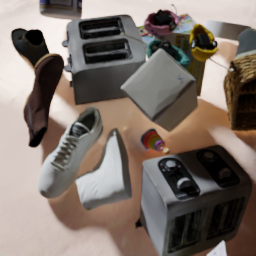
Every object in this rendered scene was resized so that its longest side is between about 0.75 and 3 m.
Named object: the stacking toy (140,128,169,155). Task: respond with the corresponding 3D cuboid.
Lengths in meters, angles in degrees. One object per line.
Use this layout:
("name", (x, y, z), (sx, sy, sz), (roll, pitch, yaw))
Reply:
("stacking toy", (0.781, 0.449, 7.406), (0.543, 0.514, 0.936), (-39, 37, -8))

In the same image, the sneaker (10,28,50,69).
("sneaker", (-3.310, -3.007, 9.477), (0.959, 1.361, 2.563), (-34, 63, -22))

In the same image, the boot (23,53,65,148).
("boot", (-2.226, -0.719, 7.600), (0.793, 2.192, 1.823), (12, 44, -36))

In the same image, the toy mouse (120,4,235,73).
("toy mouse", (1.046, -2.356, 7.666), (2.648, 0.577, 2.980), (-7, 60, -15))

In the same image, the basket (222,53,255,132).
("basket", (3.985, -1.004, 7.735), (2.301, 1.642, 1.714), (-2, 64, 3))

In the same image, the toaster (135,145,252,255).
("toaster", (1.267, 1.597, 5.883), (1.926, 2.130, 1.264), (-9, 34, -17))

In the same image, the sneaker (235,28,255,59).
("sneaker", (4.008, -2.517, 8.060), (1.819, 0.680, 0.966), (-5, 72, 38))

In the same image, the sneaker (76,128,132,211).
("sneaker", (-0.695, 0.971, 7.045), (1.356, 0.865, 2.347), (-22, 34, 12))

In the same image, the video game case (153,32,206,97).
("video game case", (1.541, -1.980, 8.706), (1.698, 1.866, 0.214), (8, 11, 4))

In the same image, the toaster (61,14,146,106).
("toaster", (-0.649, -2.108, 8.744), (2.665, 1.582, 2.410), (-9, 57, -7))

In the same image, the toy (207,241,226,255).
("toy", (0.837, 2.976, 4.345), (0.649, 2.751, 1.584), (5, 50, -2))

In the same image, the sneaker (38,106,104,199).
("sneaker", (-1.505, 0.562, 7.142), (0.983, 1.036, 2.573), (27, 68, 3))

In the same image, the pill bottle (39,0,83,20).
("pill bottle", (-2.373, -5.347, 9.981), (1.560, 2.696, 1.560), (5, 14, -1))

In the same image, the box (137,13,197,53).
("box", (1.489, -3.497, 10.411), (2.322, 0.403, 1.278), (-20, 58, -14))

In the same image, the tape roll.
("tape roll", (3.425, -3.371, 9.721), (1.554, 0.544, 1.554), (8, 22, -3))

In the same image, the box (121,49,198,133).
("box", (0.919, -0.697, 6.784), (1.220, 2.970, 1.016), (-44, 76, 6))
